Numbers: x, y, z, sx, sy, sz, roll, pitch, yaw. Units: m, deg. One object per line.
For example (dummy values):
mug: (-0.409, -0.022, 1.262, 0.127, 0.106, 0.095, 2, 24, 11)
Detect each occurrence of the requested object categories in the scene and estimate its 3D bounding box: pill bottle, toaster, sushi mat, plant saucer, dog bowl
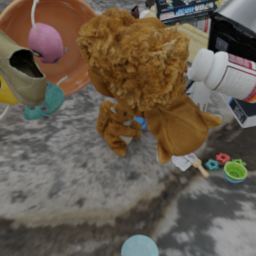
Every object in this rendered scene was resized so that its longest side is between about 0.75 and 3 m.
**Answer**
pill bottle: (2.068, -4.686, 12.619, 2.887, 1.672, 1.672, -11, 44, -13)
pill bottle: (1.309, -1.306, 9.112, 2.611, 1.491, 1.491, 11, 44, 12)
pill bottle: (1.620, -0.852, 4.525, 1.131, 0.620, 0.620, 18, 43, -4)
toaster: (2.384, -1.781, 5.538, 1.485, 1.642, 0.974, 41, 83, 22)
sushi mat: (1.348, -2.649, 8.009, 2.295, 0.139, 1.098, 33, 77, 12)
plant saucer: (-1.821, -1.925, 6.722, 2.626, 2.626, 0.492, -16, 44, -17)
dog bowl: (0.271, -0.286, 8.946, 0.518, 0.230, 0.929, -10, 44, -10)
plant saucer: (0.244, 2.641, 5.845, 0.774, 0.149, 0.774, -1, 43, 0)

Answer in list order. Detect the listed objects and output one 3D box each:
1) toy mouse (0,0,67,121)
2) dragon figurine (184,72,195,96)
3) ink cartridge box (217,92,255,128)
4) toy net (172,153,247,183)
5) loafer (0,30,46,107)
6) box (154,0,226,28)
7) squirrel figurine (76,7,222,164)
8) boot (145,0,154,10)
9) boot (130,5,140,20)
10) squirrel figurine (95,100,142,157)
toy mouse: (-1.678, -1.085, 5.772, 0.517, 2.674, 2.376, 13, 6, 17)
dragon figurine: (1.260, -0.868, 6.857, 1.645, 0.818, 0.484, -5, 30, 38)
ink cartridge box: (3.376, -0.976, 7.366, 1.984, 0.430, 1.965, -8, 52, -17)
toy net: (2.172, 0.892, 7.566, 1.944, 0.375, 1.020, 15, 45, 16)
loafer: (-1.604, -0.972, 3.928, 1.483, 0.500, 0.564, 47, 35, 7)
box: (1.448, -3.173, 6.444, 1.753, 1.393, 0.403, -8, 1, 12)
squirrel figurine: (0.373, -0.699, 5.062, 1.991, 2.814, 2.626, -33, 71, 10)
boot: (0.970, -4.730, 10.002, 0.777, 1.953, 2.244, -27, 29, 2)
boot: (0.496, -5.241, 13.506, 0.564, 1.296, 1.558, 15, 45, 16)
squirrel figurine: (-0.352, -0.224, 7.996, 1.522, 1.420, 1.077, 28, 50, 27)
